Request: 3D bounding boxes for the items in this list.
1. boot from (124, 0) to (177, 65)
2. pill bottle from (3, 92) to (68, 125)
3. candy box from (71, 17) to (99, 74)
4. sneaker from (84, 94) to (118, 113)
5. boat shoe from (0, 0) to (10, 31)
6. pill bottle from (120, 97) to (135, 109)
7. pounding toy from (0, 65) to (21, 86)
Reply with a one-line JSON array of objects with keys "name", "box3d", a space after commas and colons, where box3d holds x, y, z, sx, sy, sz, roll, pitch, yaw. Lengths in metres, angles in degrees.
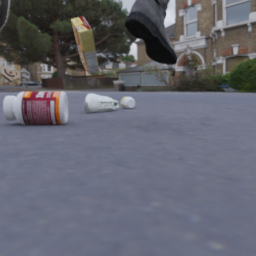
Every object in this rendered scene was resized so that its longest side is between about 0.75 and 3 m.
[{"name": "boot", "box3d": [1.011, -3.249, 8.590, 0.956, 1.803, 2.739, 9, -14, 30]}, {"name": "pill bottle", "box3d": [-3.102, -0.669, 9.526, 1.969, 1.112, 1.112, -1, 9, -5]}, {"name": "candy box", "box3d": [-1.343, -2.582, 8.845, 0.420, 1.520, 0.877, -20, 51, -12]}, {"name": "sneaker", "box3d": [-1.303, -1.235, 13.985, 1.020, 0.895, 2.545, 7, 10, 23]}, {"name": "boat shoe", "box3d": [-4.364, -3.349, 8.731, 0.690, 2.422, 0.810, -13, 59, -51]}, {"name": "pill bottle", "box3d": [0.005, -1.414, 15.872, 0.654, 0.654, 1.175, -2, 9, -14]}, {"name": "pounding toy", "box3d": [-4.707, -2.190, 11.361, 0.948, 0.542, 0.544, 38, -28, -22]}]
